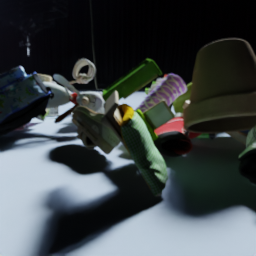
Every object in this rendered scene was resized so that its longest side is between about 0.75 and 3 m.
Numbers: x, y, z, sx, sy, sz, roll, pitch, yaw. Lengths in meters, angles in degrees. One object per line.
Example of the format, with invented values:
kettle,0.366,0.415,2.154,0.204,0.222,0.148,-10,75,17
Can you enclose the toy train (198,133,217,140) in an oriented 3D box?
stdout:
toy train,1.695,0.036,8.024,1.801,0.508,0.376,3,3,22

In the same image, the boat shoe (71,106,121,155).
boat shoe,-0.898,0.063,6.687,0.866,0.780,2.401,41,-12,-31

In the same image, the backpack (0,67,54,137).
backpack,-3.328,-0.684,7.915,1.876,1.378,1.716,-41,1,-32

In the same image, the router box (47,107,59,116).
router box,-4.134,-0.830,13.345,1.604,0.410,1.196,-2,10,-14

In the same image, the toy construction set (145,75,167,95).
toy construction set,0.851,-0.880,9.485,0.907,1.969,1.291,24,1,8

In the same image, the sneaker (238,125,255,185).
sneaker,2.229,0.415,4.655,1.031,0.889,2.352,-28,-5,6

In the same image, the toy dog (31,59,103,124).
toy dog,-2.405,-1.062,9.025,2.900,1.913,1.397,-14,-1,25

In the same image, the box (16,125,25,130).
box,-3.955,-0.798,9.372,0.798,1.686,0.865,-5,10,-16

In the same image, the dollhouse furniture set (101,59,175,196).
dollhouse furniture set,0.404,-0.178,4.721,1.134,1.480,2.260,-33,16,7

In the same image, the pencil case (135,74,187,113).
pencil case,0.876,-0.691,7.814,1.788,0.764,0.750,-47,26,-13

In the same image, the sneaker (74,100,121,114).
sneaker,-0.945,-0.551,10.447,2.155,0.868,1.578,14,-5,-3

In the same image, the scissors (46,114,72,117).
scissors,-2.501,-0.623,12.686,1.063,0.202,2.905,10,12,36

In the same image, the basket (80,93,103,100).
basket,-1.352,-0.921,11.655,1.268,0.859,0.782,-2,38,-12

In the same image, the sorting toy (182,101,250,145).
sorting toy,2.832,-0.453,7.787,2.019,0.707,2.031,34,23,21

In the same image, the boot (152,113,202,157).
boot,1.332,0.208,6.687,2.155,0.780,1.555,-4,19,-30

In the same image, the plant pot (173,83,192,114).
plant pot,2.776,-0.984,10.501,1.990,1.990,1.916,-8,-2,-39

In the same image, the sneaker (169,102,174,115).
sneaker,1.499,-0.807,10.897,0.417,1.129,0.448,-23,43,-10

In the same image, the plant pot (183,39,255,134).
plant pot,2.117,-0.874,6.059,1.981,1.728,1.981,-3,-12,-1

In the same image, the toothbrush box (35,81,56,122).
toothbrush box,-3.289,-1.075,10.823,0.595,1.382,1.006,21,-19,-2
